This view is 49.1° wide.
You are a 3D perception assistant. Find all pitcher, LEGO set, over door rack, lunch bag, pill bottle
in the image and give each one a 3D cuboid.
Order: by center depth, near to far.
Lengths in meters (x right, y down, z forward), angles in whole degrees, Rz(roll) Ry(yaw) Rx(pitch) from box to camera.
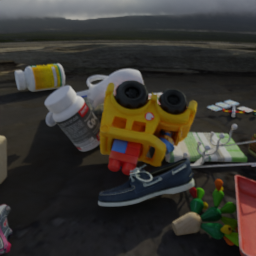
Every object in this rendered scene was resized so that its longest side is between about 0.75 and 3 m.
[{"bbox_3d":[3.011,0.559,7.920,2.466,0.822,1.822,2,22,46],"label":"over door rack"},{"bbox_3d":[-1.736,-0.298,9.312,1.167,2.050,1.167,-24,32,16],"label":"pill bottle"},{"bbox_3d":[-0.525,-1.584,10.404,2.024,1.227,1.736,-16,49,-1],"label":"pitcher"},{"bbox_3d":[-1.046,-0.602,11.422,1.740,1.247,2.121,1,27,3],"label":"lunch bag"},{"bbox_3d":[5.042,-0.989,13.336,1.558,0.512,2.085,-15,27,-23],"label":"LEGO set"},{"bbox_3d":[-5.247,-2.959,16.667,2.629,1.483,1.483,-12,26,-26],"label":"pill bottle"}]

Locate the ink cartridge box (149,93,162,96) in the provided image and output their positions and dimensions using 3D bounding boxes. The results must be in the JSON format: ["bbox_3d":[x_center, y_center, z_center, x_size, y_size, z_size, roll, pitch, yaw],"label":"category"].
[{"bbox_3d":[1.540,-1.578,14.845,0.865,0.362,0.627,-7,24,-17],"label":"ink cartridge box"}]

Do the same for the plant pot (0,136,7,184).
[{"bbox_3d":[-4.287,0.881,7.395,1.844,1.846,1.634,9,13,20],"label":"plant pot"}]

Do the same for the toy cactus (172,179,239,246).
[{"bbox_3d":[1.719,1.925,6.108,1.528,0.947,1.852,-16,36,-11],"label":"toy cactus"}]

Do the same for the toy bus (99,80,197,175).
[{"bbox_3d":[0.472,0.244,8.486,2.887,1.959,2.771,11,56,2],"label":"toy bus"}]

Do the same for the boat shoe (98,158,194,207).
[{"bbox_3d":[0.451,1.340,6.945,2.528,0.782,0.946,-11,4,-10],"label":"boat shoe"}]

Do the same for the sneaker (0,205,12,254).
[{"bbox_3d":[-2.670,2.158,5.936,0.462,0.499,1.239,10,27,-18],"label":"sneaker"}]

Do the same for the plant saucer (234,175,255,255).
[{"bbox_3d":[3.229,2.122,5.420,2.445,0.450,2.449,20,26,10],"label":"plant saucer"}]

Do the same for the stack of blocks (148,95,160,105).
[{"bbox_3d":[1.603,-0.761,12.440,1.408,0.716,2.446,-1,23,-1],"label":"stack of blocks"}]

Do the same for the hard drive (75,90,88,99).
[{"bbox_3d":[-1.193,-1.451,12.879,1.843,0.354,2.793,3,-3,-40],"label":"hard drive"}]

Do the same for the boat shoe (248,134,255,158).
[{"bbox_3d":[4.657,0.829,8.694,0.749,0.707,2.081,-14,26,-29],"label":"boat shoe"}]

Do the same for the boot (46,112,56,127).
[{"bbox_3d":[-2.474,-0.610,10.199,0.612,0.471,1.281,-23,31,40],"label":"boot"}]

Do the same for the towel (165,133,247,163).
[{"bbox_3d":[2.453,0.702,9.585,2.555,0.392,1.906,2,25,-1],"label":"towel"}]
